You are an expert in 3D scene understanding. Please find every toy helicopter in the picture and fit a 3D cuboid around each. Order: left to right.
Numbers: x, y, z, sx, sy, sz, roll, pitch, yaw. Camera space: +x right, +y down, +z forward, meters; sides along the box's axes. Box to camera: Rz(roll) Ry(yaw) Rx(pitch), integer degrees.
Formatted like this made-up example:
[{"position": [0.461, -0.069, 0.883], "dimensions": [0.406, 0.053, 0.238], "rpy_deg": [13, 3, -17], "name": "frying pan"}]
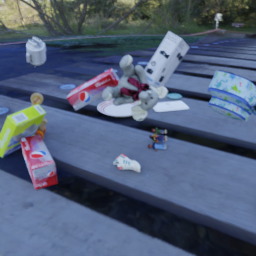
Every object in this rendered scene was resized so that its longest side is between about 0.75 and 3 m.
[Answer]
[{"position": [-4.279, -0.525, 12.324], "dimensions": [1.464, 2.213, 0.873], "rpy_deg": [14, 23, -13], "name": "toy helicopter"}]

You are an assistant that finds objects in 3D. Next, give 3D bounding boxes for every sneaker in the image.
[{"position": [-0.052, 1.431, 10.423], "dimensions": [0.569, 0.428, 1.216], "rpy_deg": [-35, 41, -28], "name": "sneaker"}]

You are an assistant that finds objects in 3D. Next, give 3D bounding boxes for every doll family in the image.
[{"position": [1.252, 0.509, 12.165], "dimensions": [0.775, 0.526, 1.340], "rpy_deg": [6, 29, 1], "name": "doll family"}]

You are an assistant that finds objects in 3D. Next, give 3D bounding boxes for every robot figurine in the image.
[{"position": [-3.045, -2.494, 9.286], "dimensions": [0.573, 1.015, 0.861], "rpy_deg": [33, 54, 13], "name": "robot figurine"}]

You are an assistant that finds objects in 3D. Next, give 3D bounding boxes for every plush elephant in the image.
[{"position": [0.360, -1.171, 9.557], "dimensions": [1.535, 1.633, 1.983], "rpy_deg": [36, 5, 26], "name": "plush elephant"}]

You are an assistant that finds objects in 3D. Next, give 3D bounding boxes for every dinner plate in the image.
[{"position": [-0.385, -1.076, 15.701], "dimensions": [2.672, 0.324, 2.672], "rpy_deg": [1, 26, 0], "name": "dinner plate"}]

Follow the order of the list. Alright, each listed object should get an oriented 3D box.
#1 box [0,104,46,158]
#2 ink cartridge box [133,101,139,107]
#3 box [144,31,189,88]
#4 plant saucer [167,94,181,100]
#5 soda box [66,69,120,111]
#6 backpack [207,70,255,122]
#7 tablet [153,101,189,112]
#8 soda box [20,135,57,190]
[{"position": [-4.408, 0.207, 11.261], "dimensions": [0.583, 2.447, 1.492], "rpy_deg": [46, 38, 6], "name": "box"}, {"position": [0.684, -1.178, 12.711], "dimensions": [0.684, 0.777, 0.174], "rpy_deg": [-13, 64, -36], "name": "ink cartridge box"}, {"position": [1.352, -2.411, 10.350], "dimensions": [0.589, 1.960, 1.143], "rpy_deg": [38, 13, 22], "name": "box"}, {"position": [2.912, -1.945, 17.701], "dimensions": [0.907, 0.163, 0.907], "rpy_deg": [0, 25, 0], "name": "plant saucer"}, {"position": [-1.451, -1.595, 11.728], "dimensions": [2.228, 0.706, 0.780], "rpy_deg": [-25, 24, 22], "name": "soda box"}, {"position": [2.780, -0.815, 7.447], "dimensions": [1.290, 1.036, 1.410], "rpy_deg": [28, 0, 39], "name": "backpack"}, {"position": [2.377, -1.267, 16.316], "dimensions": [2.007, 0.137, 1.306], "rpy_deg": [-5, 26, -12], "name": "tablet"}, {"position": [-3.329, 1.177, 10.304], "dimensions": [0.790, 0.872, 2.490], "rpy_deg": [-12, 28, -24], "name": "soda box"}]
